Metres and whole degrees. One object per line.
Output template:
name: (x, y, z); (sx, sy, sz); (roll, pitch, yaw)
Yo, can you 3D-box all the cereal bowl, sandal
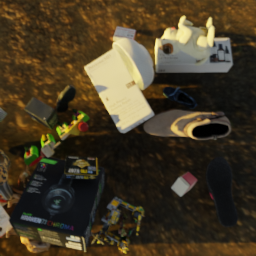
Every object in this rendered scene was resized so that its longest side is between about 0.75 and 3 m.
cereal bowl: (0.309, -2.411, 10.165); (0.822, 1.973, 1.973); (-35, 76, -6)
sandal: (3.156, 2.169, 9.596); (0.882, 0.529, 2.349); (-10, 88, 3)

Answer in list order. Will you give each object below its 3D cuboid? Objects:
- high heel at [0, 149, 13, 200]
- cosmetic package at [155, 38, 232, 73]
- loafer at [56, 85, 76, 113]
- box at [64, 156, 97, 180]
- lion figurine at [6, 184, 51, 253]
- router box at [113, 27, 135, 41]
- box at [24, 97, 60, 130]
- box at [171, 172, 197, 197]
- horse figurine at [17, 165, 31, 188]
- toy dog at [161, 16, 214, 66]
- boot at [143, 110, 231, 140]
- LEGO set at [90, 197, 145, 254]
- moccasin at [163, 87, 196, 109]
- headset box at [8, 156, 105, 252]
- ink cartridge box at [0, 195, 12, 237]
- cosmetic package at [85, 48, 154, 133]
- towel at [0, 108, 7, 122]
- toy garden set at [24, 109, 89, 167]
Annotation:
high heel: (-4.431, 1.000, 9.091); (0.877, 1.751, 2.457); (-25, 60, -21)
cosmetic package: (2.517, -2.841, 10.966); (2.843, 0.720, 1.173); (-1, 72, 0)
loafer: (-2.308, -1.130, 10.130); (0.513, 1.410, 0.510); (1, 58, -37)
box: (-1.451, 1.229, 8.644); (0.976, 0.241, 0.780); (6, 37, -12)
lion figurine: (-3.219, 2.909, 9.148); (1.356, 0.802, 2.214); (2, 65, -22)
router box: (-0.143, -3.761, 11.396); (0.797, 0.195, 0.715); (12, 54, 2)
box: (-3.093, -0.502, 10.126); (0.930, 0.914, 0.576); (29, 74, 9)
box: (1.863, 1.854, 9.251); (0.426, 0.782, 0.500); (42, 119, 22)
horse figurine: (-3.514, 1.678, 9.521); (0.194, 0.779, 0.516); (-3, 116, 19)
toy dog: (2.070, -3.127, 10.076); (1.779, 1.725, 1.241); (3, 48, 10)
boot: (1.937, -0.045, 9.331); (2.749, 2.010, 0.966); (-11, 102, 1)
LEGO set: (-0.321, 3.071, 8.652); (1.349, 1.016, 1.754); (33, 101, 9)
moccasin: (1.937, -1.227, 10.490); (1.399, 0.477, 0.563); (26, 85, 21)
headset box: (-2.022, 2.212, 8.753); (2.176, 1.159, 2.499); (11, 47, 5)
ink cartridge box: (-4.957, 2.600, 9.298); (1.420, 0.656, 2.607); (-38, 82, -11)
cosmetic package: (-0.301, -1.303, 10.047); (1.373, 1.000, 2.701); (-31, 81, 6)
towel: (-4.945, -0.482, 9.976); (0.940, 0.402, 0.778); (39, 86, -29)
toy garden set: (-2.446, 0.258, 9.272); (2.542, 2.119, 0.507); (-38, 110, -9)
